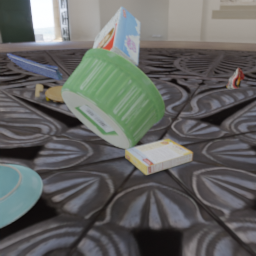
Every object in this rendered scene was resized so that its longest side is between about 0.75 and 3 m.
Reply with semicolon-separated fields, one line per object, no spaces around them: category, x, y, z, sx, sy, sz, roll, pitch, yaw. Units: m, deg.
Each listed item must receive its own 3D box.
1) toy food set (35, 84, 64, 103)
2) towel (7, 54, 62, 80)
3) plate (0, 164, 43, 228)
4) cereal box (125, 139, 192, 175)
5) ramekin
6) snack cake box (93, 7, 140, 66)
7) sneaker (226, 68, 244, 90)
toy food set;-3.348;-1.653;14.401;2.718;0.545;1.876;0;29;-13
towel;-1.737;-1.169;5.418;0.886;0.146;1.224;16;0;-9
plate;-3.594;1.508;6.746;2.928;0.374;2.928;-1;23;0
cereal box;0.911;0.825;8.437;1.673;0.331;1.203;-12;25;-27
ramekin;-0.383;-0.507;5.864;2.103;2.103;1.027;22;66;42
snack cake box;-0.468;-2.688;9.603;0.966;1.654;2.876;33;39;-26
sneaker;3.863;-1.787;10.162;0.439;0.416;1.069;-18;27;52
